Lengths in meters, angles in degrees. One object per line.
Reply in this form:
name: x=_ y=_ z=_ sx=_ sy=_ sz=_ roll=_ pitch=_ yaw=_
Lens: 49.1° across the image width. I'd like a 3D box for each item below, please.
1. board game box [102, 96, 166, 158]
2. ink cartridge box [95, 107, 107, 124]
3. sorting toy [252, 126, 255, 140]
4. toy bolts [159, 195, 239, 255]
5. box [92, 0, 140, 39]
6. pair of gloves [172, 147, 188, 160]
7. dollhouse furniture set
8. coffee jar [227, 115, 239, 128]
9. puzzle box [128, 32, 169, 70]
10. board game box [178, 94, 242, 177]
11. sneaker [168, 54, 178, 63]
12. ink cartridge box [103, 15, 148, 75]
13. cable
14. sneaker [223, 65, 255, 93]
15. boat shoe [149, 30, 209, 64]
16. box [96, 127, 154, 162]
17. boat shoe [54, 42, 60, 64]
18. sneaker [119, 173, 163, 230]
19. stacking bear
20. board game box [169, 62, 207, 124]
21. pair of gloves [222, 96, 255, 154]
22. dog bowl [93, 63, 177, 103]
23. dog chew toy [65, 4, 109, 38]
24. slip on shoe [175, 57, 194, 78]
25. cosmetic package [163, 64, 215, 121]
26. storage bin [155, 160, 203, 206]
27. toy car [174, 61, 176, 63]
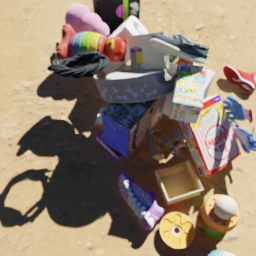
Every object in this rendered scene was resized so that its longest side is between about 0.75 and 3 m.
board game box: x=0.243 y=-0.447 z=10.108 sx=1.138 sy=1.873 sz=2.350 roll=31 pitch=61 yaw=18
ink cartridge box: x=-0.846 y=-0.532 z=11.305 sx=1.084 sy=0.362 sz=0.628 roll=-8 pitch=40 yaw=14
sorting toy: x=5.475 y=0.346 z=11.131 sx=1.001 sy=0.134 sz=0.746 roll=17 pitch=54 yaw=11
toy bolts: x=2.279 y=3.301 z=8.198 sx=2.426 sy=1.762 sz=2.540 roll=-7 pitch=57 yaw=-4
box: x=-0.589 y=-5.428 z=13.338 sx=2.018 sy=2.717 sz=1.689 roll=-11 pitch=57 yaw=-7
pair of gloves: x=2.076 y=0.862 z=10.809 sx=0.609 sy=0.086 sz=0.757 roll=28 pitch=62 yaw=15
dollhouse furniture set: x=1.488 y=0.495 z=10.334 sx=1.397 sy=1.284 sz=0.909 roll=-29 pitch=53 yaw=20
coffee jar: x=3.964 y=-0.270 z=10.930 sx=0.321 sy=0.392 sz=0.751 roll=-43 pitch=56 yaw=22
puzzle box: x=0.674 y=-2.624 z=9.615 sx=0.226 sy=1.183 sz=1.778 roll=-18 pitch=22 yaw=-35
board game box: x=2.896 y=0.248 z=9.970 sx=1.827 sy=0.559 sz=2.412 roll=-26 pitch=97 yaw=-29
sneaker: x=1.316 y=-2.608 z=11.199 sx=0.786 sy=1.762 sz=0.692 roll=-24 pitch=92 yaw=-44
ink cartridge box: x=-0.269 y=-3.591 z=12.044 sx=1.153 sy=1.915 sz=2.635 roll=46 pitch=28 yaw=-17
cable: x=-1.591 y=-1.929 z=8.905 sx=1.952 sy=0.496 sz=1.593 roll=-10 pitch=35 yaw=-6
sneaker: x=5.143 y=-2.343 z=12.680 sx=0.962 sy=0.652 sz=1.665 roll=-35 pitch=75 yaw=-30
boat shoe: x=1.631 y=-2.539 z=8.604 sx=2.109 sy=0.790 sz=0.652 roll=13 pitch=96 yaw=-22
box: x=-0.104 y=0.240 z=11.025 sx=1.936 sy=0.379 sz=1.325 roll=-40 pitch=64 yaw=-23
boat shoe: x=-3.237 y=-3.416 z=13.332 sx=0.597 sy=0.537 sz=1.654 roll=-13 pitch=58 yaw=-8
sneaker: x=0.449 y=2.355 z=9.468 sx=0.902 sy=0.820 sz=2.039 roll=-26 pitch=65 yaw=-23
stacking bear: x=-1.208 y=-2.916 z=10.340 sx=2.335 sy=1.328 sz=1.418 roll=6 pitch=78 yaw=14
board game box: x=1.926 y=-1.126 z=8.980 sx=0.882 sy=0.898 sz=1.712 roll=12 pitch=57 yaw=7
pair of gloves: x=3.877 y=-0.082 z=9.789 sx=0.233 sy=2.046 sz=1.645 roll=-21 pitch=22 yaw=-6
dog bowl: x=0.288 y=-1.607 z=9.725 sx=2.904 sy=0.852 sz=2.904 roll=-7 pitch=20 yaw=3
dog chew toy: x=-1.711 y=-4.422 z=12.086 sx=2.049 sy=1.276 sz=1.276 roll=33 pitch=63 yaw=11
slip on shoe: x=2.037 y=-2.359 z=10.008 sx=0.701 sy=1.892 sz=0.579 roll=22 pitch=70 yaw=-3
cosmetic package: x=2.298 y=-1.465 z=11.427 sx=1.580 sy=1.570 sz=1.888 roll=28 pitch=63 yaw=16
storage bin: x=1.726 y=1.876 z=9.769 sx=1.267 sy=0.594 sz=1.258 roll=-16 pitch=58 yaw=-7
toy car: x=1.321 y=-3.359 z=13.181 sx=2.223 sy=0.740 sz=1.091 roll=34 pitch=63 yaw=19
